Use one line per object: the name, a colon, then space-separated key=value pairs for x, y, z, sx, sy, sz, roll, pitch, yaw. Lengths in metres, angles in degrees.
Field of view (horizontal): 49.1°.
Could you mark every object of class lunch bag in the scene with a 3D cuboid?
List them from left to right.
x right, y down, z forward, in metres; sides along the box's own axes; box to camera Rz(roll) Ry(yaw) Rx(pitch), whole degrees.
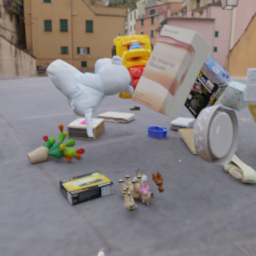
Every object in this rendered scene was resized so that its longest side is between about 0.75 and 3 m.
lunch bag: x=4.649 y=-1.498 z=12.488 sx=0.797 sy=1.114 sz=1.308 roll=-26 pitch=39 yaw=-27

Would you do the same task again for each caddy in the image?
caddy: x=1.424 y=0.155 z=13.672 sx=1.051 sy=0.552 sz=0.743 roll=12 pitch=20 yaw=38

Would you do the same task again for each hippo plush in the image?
hippo plush: x=-1.248 y=-1.720 z=9.857 sx=2.395 sy=2.373 sz=2.979 roll=-34 pitch=29 yaw=-4

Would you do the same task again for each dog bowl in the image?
dog bowl: x=2.221 y=0.176 z=7.086 sx=1.589 sy=1.589 sz=0.466 roll=-14 pitch=13 yaw=-42

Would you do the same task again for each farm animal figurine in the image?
farm animal figurine: x=0.264 y=1.767 z=7.602 sx=1.440 sy=0.751 sz=1.424 roll=-20 pitch=12 yaw=-35

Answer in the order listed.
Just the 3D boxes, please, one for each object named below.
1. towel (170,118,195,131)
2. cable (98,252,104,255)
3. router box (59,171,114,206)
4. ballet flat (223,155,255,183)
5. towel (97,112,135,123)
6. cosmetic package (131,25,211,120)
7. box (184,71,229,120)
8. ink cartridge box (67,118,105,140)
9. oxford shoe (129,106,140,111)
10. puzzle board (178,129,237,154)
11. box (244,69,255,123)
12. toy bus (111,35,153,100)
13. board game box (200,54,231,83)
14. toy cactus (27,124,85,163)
towel: x=2.900 y=-0.160 z=14.956 sx=0.993 sy=0.513 sz=1.200 roll=7 pitch=19 yaw=30
cable: x=-0.855 y=2.794 z=3.691 sx=1.359 sy=0.704 sz=2.797 roll=1 pitch=15 yaw=7
router box: x=-1.235 y=1.737 z=8.239 sx=1.316 sy=0.344 sz=1.035 roll=-10 pitch=18 yaw=-32
ballet flat: x=3.579 y=1.320 z=9.412 sx=0.642 sy=0.642 sz=1.849 roll=-3 pitch=16 yaw=-11
towel: x=-0.684 y=-0.649 z=17.029 sx=2.077 sy=0.358 sz=1.376 roll=7 pitch=15 yaw=26
cosmetic package: x=1.240 y=-1.610 z=8.237 sx=1.232 sy=2.384 sz=1.040 roll=29 pitch=8 yaw=40
box: x=2.857 y=-2.013 z=12.338 sx=0.664 sy=2.147 sz=2.689 roll=-18 pitch=59 yaw=-30
ink cartridge box: x=-2.069 y=0.021 z=13.965 sx=1.432 sy=0.653 sz=1.738 roll=4 pitch=17 yaw=10
oxford shoe: x=0.462 y=-1.406 z=19.817 sx=0.785 sy=0.331 sz=0.285 roll=-7 pitch=19 yaw=-18
puzzle board: x=3.402 y=0.549 z=12.390 sx=1.843 sy=0.213 sz=2.446 roll=-3 pitch=22 yaw=-4
box: x=4.944 y=-1.041 z=9.728 sx=1.301 sy=1.172 sz=2.313 roll=3 pitch=-16 yaw=35
toy bus: x=0.313 y=-2.418 z=11.152 sx=1.806 sy=2.661 sz=2.555 roll=-6 pitch=10 yaw=-3
board game box: x=2.547 y=-2.233 z=9.504 sx=1.810 sy=0.331 sz=1.369 roll=41 pitch=7 yaw=-7
toy cactus: x=-2.888 y=0.774 z=10.783 sx=1.916 sy=1.188 sz=2.323 roll=-22 pitch=34 yaw=-32
